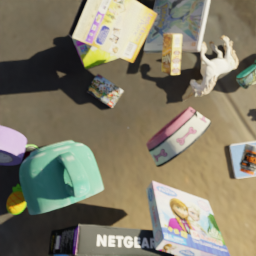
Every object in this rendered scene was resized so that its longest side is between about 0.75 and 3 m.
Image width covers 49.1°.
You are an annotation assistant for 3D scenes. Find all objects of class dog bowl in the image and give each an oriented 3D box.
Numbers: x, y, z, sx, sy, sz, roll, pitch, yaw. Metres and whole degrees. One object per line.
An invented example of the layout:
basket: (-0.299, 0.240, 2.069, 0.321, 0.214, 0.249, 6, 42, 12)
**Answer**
dog bowl: (1.399, 0.211, 8.292, 2.060, 2.060, 0.759, -41, 90, -4)

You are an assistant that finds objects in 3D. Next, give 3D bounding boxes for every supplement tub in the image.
supplement tub: (3.608, 0.931, 8.262, 0.521, 0.521, 0.850, 15, 91, 2)

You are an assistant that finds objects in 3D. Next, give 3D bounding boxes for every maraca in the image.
maraca: (-4.250, 2.736, 10.755, 0.784, 0.612, 1.143, 4, 66, 7)

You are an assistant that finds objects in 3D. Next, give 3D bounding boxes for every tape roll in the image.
tape roll: (-4.103, 0.571, 8.708, 1.689, 1.689, 0.718, 5, 64, 1)

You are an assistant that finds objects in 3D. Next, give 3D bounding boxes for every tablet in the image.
tablet: (5.158, 1.212, 11.136, 2.106, 0.144, 1.370, -8, 84, 0)

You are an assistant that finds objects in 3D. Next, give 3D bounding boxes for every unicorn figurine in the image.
unicorn figurine: (3.284, -2.426, 11.054, 2.806, 1.036, 1.928, -21, 97, -9)

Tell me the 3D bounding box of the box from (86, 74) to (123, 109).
box: (-0.949, -1.494, 11.399, 1.257, 0.237, 0.858, 34, 85, 4)

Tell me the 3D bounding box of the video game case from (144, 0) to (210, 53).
video game case: (1.919, -4.189, 11.095, 2.315, 0.279, 2.539, 8, 80, 32)

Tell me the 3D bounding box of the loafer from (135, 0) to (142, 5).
loafer: (0.318, -4.999, 11.682, 0.626, 0.641, 1.756, 13, 82, -26)

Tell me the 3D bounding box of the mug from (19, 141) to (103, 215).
mug: (-1.877, 1.315, 8.368, 2.770, 2.276, 1.713, -21, 84, 28)

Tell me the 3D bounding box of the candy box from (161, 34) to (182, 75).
candy box: (1.501, -2.574, 9.756, 0.369, 0.771, 1.336, -6, 111, -17)

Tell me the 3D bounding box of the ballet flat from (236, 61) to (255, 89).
ballet flat: (5.357, -2.375, 11.339, 2.242, 0.832, 0.832, -37, 85, -2)

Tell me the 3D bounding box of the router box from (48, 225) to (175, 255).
router box: (-0.514, 3.361, 8.132, 2.988, 2.228, 0.763, 15, 62, -27)

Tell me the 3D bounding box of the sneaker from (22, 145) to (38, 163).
sneaker: (-3.392, 1.816, 10.595, 0.980, 1.070, 2.553, -35, 85, -4)

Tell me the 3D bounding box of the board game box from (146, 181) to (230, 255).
board game box: (1.696, 2.789, 8.327, 2.210, 2.205, 0.455, 22, 117, -17)

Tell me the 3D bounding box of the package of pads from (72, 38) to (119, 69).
package of pads: (-1.138, -3.232, 11.099, 1.778, 0.606, 1.373, -21, 126, -2)

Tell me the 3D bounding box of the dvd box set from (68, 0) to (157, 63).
dvd box set: (-0.424, -3.315, 8.915, 0.370, 2.520, 1.843, 46, 116, 42)
